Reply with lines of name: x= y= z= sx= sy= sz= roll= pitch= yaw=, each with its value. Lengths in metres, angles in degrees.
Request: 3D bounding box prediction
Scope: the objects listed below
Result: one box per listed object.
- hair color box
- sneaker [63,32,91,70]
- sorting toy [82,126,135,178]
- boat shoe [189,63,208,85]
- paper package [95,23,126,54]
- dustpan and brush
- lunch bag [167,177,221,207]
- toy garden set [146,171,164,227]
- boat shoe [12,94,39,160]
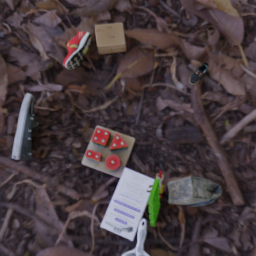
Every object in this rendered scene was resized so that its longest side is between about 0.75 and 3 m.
hair color box: x=0.014 y=2.743 z=10.169 sx=1.233 sy=0.731 sz=2.256 roll=22 pitch=73 yaw=6
sneaker: x=-2.322 y=-3.367 z=12.146 sx=0.857 sy=0.777 sz=2.018 roll=19 pitch=64 yaw=14
sorting toy: x=-0.769 y=0.857 z=10.795 sx=1.636 sy=0.573 sz=1.646 roll=19 pitch=74 yaw=7
boat shoe: x=3.011 y=-2.336 z=11.950 sx=0.413 sy=0.354 sz=1.129 roll=39 pitch=78 yaw=11
paper package: x=-0.771 y=-3.922 z=12.281 sx=1.244 sy=0.644 sz=1.186 roll=-7 pitch=73 yaw=-2
dustpan and brush: x=0.303 y=4.570 z=9.543 sx=1.979 sy=0.811 sz=2.836 roll=9 pitch=73 yaw=3
lunch bag: x=2.327 y=2.250 z=9.735 sx=1.507 sy=1.236 sz=0.886 roll=13 pitch=65 yaw=-30
toy garden set: x=0.899 y=2.276 z=9.648 sx=0.367 sy=1.837 sz=1.531 roll=10 pitch=48 yaw=17
boat shoe: x=-3.938 y=-0.035 z=11.027 sx=0.756 sy=0.917 sz=2.671 roll=10 pitch=73 yaw=-17
